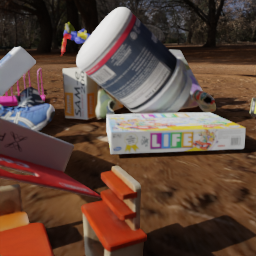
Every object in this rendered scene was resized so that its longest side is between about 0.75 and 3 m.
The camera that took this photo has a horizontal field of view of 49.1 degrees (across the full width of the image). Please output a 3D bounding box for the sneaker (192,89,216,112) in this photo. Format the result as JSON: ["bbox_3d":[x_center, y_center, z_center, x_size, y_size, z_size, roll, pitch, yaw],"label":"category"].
[{"bbox_3d":[2.670,-0.816,9.352,1.246,0.439,0.582,34,1,-38],"label":"sneaker"}]

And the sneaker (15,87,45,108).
[{"bbox_3d":[-2.882,-0.509,7.725,0.671,1.039,1.915,-23,10,17],"label":"sneaker"}]

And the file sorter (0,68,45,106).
[{"bbox_3d":[-4.793,-1.770,11.859,2.276,1.428,1.582,-3,16,-11],"label":"file sorter"}]

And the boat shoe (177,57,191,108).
[{"bbox_3d":[1.808,-1.529,9.388,0.561,1.708,0.615,-37,24,-32],"label":"boat shoe"}]

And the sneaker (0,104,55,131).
[{"bbox_3d":[-2.773,-0.172,6.375,2.186,0.842,0.828,-20,25,-16],"label":"sneaker"}]

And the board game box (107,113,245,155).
[{"bbox_3d":[0.966,0.055,6.788,2.906,0.497,1.953,-2,13,-7],"label":"board game box"}]

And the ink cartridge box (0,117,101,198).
[{"bbox_3d":[-1.976,0.139,4.150,2.435,0.618,2.763,15,-9,45],"label":"ink cartridge box"}]

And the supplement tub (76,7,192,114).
[{"bbox_3d":[0.212,-1.696,8.032,2.928,2.055,2.055,38,0,-24],"label":"supplement tub"}]

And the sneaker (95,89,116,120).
[{"bbox_3d":[-0.605,-0.710,8.174,0.551,0.411,1.227,-8,42,9],"label":"sneaker"}]

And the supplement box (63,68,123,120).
[{"bbox_3d":[-1.114,-1.306,9.766,0.931,1.596,2.533,6,16,24],"label":"supplement box"}]

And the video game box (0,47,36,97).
[{"bbox_3d":[-4.146,-1.294,8.519,2.856,0.668,2.602,-47,25,-7],"label":"video game box"}]

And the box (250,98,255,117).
[{"bbox_3d":[4.924,-0.505,8.500,2.149,0.538,0.809,9,-3,31],"label":"box"}]

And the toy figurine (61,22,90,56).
[{"bbox_3d":[-1.605,-2.843,9.147,1.015,0.894,1.694,9,25,-16],"label":"toy figurine"}]

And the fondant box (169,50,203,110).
[{"bbox_3d":[1.717,-1.880,10.774,1.723,2.388,0.696,-9,-22,-33],"label":"fondant box"}]

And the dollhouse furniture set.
[{"bbox_3d":[-0.869,1.050,2.482,1.951,1.016,1.973,-8,17,-26],"label":"dollhouse furniture set"}]

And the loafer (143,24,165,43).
[{"bbox_3d":[-0.032,-2.944,10.153,2.754,1.006,0.978,-7,-25,12],"label":"loafer"}]
